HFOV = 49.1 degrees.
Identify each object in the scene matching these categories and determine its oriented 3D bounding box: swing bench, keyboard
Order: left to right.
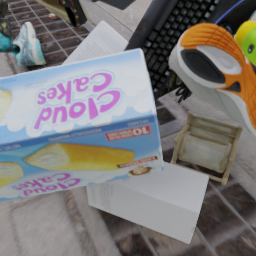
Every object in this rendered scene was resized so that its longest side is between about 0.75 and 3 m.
[{"bbox_3d":[0.808,-1.197,4.228,1.633,2.569,0.265,13,34,-34],"label":"keyboard"},{"bbox_3d":[1.921,0.438,6.884,1.381,0.901,1.389,18,41,19],"label":"swing bench"}]

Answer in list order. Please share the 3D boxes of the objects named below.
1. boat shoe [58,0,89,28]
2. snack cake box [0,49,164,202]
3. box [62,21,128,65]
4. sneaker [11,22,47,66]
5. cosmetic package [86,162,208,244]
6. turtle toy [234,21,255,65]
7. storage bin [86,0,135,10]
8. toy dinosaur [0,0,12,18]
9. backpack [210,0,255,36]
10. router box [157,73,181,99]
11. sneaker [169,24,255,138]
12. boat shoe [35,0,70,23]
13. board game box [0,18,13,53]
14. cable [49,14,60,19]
[{"bbox_3d":[-1.475,-3.161,6.900,0.467,1.491,0.545,-43,53,-11],"label":"boat shoe"},{"bbox_3d":[-0.953,0.126,3.369,2.615,1.504,0.878,-11,58,4],"label":"snack cake box"},{"bbox_3d":[-0.594,-0.692,5.133,1.951,1.214,0.951,-45,62,7],"label":"box"},{"bbox_3d":[-3.970,-3.222,10.661,1.114,1.002,2.582,-19,46,-15],"label":"sneaker"},{"bbox_3d":[0.338,1.303,5.703,2.255,1.213,0.957,17,44,15],"label":"cosmetic package"},{"bbox_3d":[2.379,-0.755,4.651,1.398,2.766,2.016,-45,60,-9],"label":"turtle toy"},{"bbox_3d":[-0.098,-4.268,7.911,1.395,2.077,1.511,5,66,-47],"label":"storage bin"},{"bbox_3d":[-3.579,-3.315,7.688,0.519,0.690,1.348,31,26,20],"label":"toy dinosaur"},{"bbox_3d":[2.018,-2.744,6.459,2.085,2.284,1.536,-42,82,-3],"label":"backpack"},{"bbox_3d":[0.853,-1.136,5.986,0.854,1.145,0.292,-27,67,-7],"label":"router box"},{"bbox_3d":[1.404,-0.482,3.673,2.068,0.951,0.783,41,87,-9],"label":"sneaker"},{"bbox_3d":[-2.226,-3.704,8.534,1.668,0.542,0.602,24,63,-15],"label":"boat shoe"},{"bbox_3d":[-3.592,-2.330,7.053,1.242,0.840,0.175,-2,19,-4],"label":"board game box"},{"bbox_3d":[-3.433,-5.377,13.491,0.762,0.192,0.370,-4,44,-4],"label":"cable"}]
